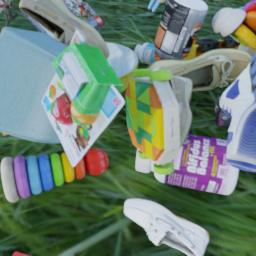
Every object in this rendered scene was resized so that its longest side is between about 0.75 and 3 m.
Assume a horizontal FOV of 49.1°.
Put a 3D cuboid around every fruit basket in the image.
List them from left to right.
[{"bbox_3d":[-0.809,-0.393,4.089,0.712,1.518,1.406,0,53,-50],"label":"fruit basket"}]

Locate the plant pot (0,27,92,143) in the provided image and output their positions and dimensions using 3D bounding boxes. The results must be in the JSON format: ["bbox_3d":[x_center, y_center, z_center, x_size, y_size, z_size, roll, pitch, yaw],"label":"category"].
[{"bbox_3d":[-1.669,-0.797,6.480,2.152,2.112,2.107,25,16,-1],"label":"plant pot"}]

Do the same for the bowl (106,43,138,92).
[{"bbox_3d":[-1.066,-1.877,10.468,2.844,1.530,2.844,0,43,0],"label":"bowl"}]

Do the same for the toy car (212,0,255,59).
[{"bbox_3d":[3.706,-3.131,8.529,1.786,1.530,2.041,35,21,-14],"label":"toy car"}]

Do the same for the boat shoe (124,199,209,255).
[{"bbox_3d":[0.755,2.307,6.394,2.090,0.740,0.724,19,45,19],"label":"boat shoe"}]

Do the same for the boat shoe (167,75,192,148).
[{"bbox_3d":[0.986,-0.369,6.070,0.612,0.679,1.883,17,59,-8],"label":"boat shoe"}]

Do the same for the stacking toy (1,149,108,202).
[{"bbox_3d":[-1.857,1.133,7.531,2.739,1.169,1.169,-9,42,-17],"label":"stacking toy"}]

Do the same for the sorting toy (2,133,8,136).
[{"bbox_3d":[-4.466,-0.321,9.703,1.745,0.238,0.982,32,51,31],"label":"sorting toy"}]

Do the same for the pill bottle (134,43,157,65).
[{"bbox_3d":[1.122,-3.238,12.451,1.643,0.910,0.910,20,46,21],"label":"pill bottle"}]

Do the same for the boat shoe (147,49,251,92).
[{"bbox_3d":[1.902,-1.363,7.390,2.849,1.039,0.896,-5,45,-2],"label":"boat shoe"}]

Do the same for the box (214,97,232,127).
[{"bbox_3d":[3.338,-0.580,9.724,0.512,0.590,0.965,5,41,7],"label":"box"}]

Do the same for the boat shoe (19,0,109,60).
[{"bbox_3d":[-1.701,-2.665,7.870,1.025,2.842,0.923,7,66,46],"label":"boat shoe"}]

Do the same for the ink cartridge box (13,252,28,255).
[{"bbox_3d":[-2.013,3.487,5.262,1.755,0.546,2.181,10,44,10],"label":"ink cartridge box"}]

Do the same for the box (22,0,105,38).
[{"bbox_3d":[-2.011,-3.657,9.386,1.762,0.486,2.579,45,40,-12],"label":"box"}]

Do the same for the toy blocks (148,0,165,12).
[{"bbox_3d":[0.845,-4.049,8.150,0.484,1.333,1.111,47,39,16],"label":"toy blocks"}]

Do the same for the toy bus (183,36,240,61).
[{"bbox_3d":[3.199,-2.943,11.760,2.609,1.770,2.505,-15,28,-19],"label":"toy bus"}]

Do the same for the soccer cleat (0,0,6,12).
[{"bbox_3d":[-3.084,-2.457,5.922,0.818,0.659,1.921,-19,55,20],"label":"soccer cleat"}]

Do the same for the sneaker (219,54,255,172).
[{"bbox_3d":[2.144,-0.260,4.785,0.934,1.335,2.311,22,67,1],"label":"sneaker"}]

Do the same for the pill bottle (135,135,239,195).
[{"bbox_3d":[1.527,0.867,7.502,2.523,1.417,1.417,9,43,10],"label":"pill bottle"}]

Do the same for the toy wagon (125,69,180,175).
[{"bbox_3d":[0.334,-0.218,5.429,0.457,1.793,2.311,-9,16,-18],"label":"toy wagon"}]

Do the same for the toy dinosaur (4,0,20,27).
[{"bbox_3d":[-2.239,-2.165,5.328,0.223,0.940,0.414,15,57,-12],"label":"toy dinosaur"}]

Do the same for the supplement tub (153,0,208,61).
[{"bbox_3d":[1.541,-3.012,8.795,1.234,2.014,1.234,10,44,-10],"label":"supplement tub"}]
